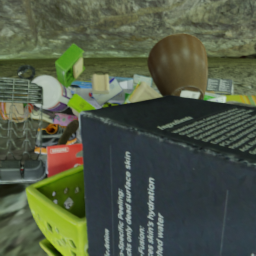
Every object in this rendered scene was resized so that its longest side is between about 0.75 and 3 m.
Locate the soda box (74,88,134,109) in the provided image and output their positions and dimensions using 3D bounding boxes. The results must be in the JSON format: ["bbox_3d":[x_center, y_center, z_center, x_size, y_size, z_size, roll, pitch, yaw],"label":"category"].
[{"bbox_3d":[-0.892,-1.024,11.088,2.422,0.825,0.771,1,46,-2],"label":"soda box"}]

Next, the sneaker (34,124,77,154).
[{"bbox_3d":[-2.027,0.175,8.132,0.701,0.692,1.791,4,16,18],"label":"sneaker"}]

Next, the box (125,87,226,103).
[{"bbox_3d":[1.533,-0.551,9.497,2.266,1.241,2.568,-15,24,-35],"label":"box"}]

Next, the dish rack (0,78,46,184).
[{"bbox_3d":[-2.715,-0.015,6.113,1.821,2.374,0.648,2,-27,-18],"label":"dish rack"}]

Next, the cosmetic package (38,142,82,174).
[{"bbox_3d":[-1.151,0.734,6.721,1.177,0.403,1.561,11,20,39],"label":"cosmetic package"}]

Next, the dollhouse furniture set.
[{"bbox_3d":[-0.405,-0.594,6.732,2.989,1.494,1.154,38,-13,0],"label":"dollhouse furniture set"}]

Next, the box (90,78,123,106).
[{"bbox_3d":[-0.780,-1.282,9.852,0.989,0.564,1.075,-35,12,-2],"label":"box"}]

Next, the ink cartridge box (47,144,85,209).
[{"bbox_3d":[-0.661,0.883,4.790,1.402,1.235,0.313,-5,16,-27],"label":"ink cartridge box"}]

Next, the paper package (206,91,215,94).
[{"bbox_3d":[3.127,-0.959,11.184,0.955,0.518,1.002,-5,41,-7],"label":"paper package"}]

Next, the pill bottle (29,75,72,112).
[{"bbox_3d":[-2.361,-1.020,8.903,0.975,0.975,1.750,1,-2,4],"label":"pill bottle"}]

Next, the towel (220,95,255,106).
[{"bbox_3d":[4.381,-0.959,11.731,2.983,0.269,1.284,1,39,5],"label":"towel"}]

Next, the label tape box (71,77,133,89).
[{"bbox_3d":[-1.300,-2.016,14.592,2.113,0.975,2.949,11,23,34],"label":"label tape box"}]

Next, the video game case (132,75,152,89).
[{"bbox_3d":[0.598,-1.723,12.334,0.842,1.177,0.105,10,-17,-13],"label":"video game case"}]

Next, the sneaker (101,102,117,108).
[{"bbox_3d":[-0.382,-0.486,8.962,0.546,0.484,1.306,37,-2,-36],"label":"sneaker"}]

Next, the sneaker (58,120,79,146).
[{"bbox_3d":[-1.563,0.118,7.215,0.288,0.818,0.309,38,-7,-22],"label":"sneaker"}]

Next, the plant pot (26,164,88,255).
[{"bbox_3d":[-0.535,1.290,3.890,1.235,1.127,1.241,16,23,41],"label":"plant pot"}]

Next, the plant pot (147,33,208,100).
[{"bbox_3d":[1.439,-1.331,7.545,1.712,1.712,1.831,0,44,-2],"label":"plant pot"}]

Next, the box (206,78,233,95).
[{"bbox_3d":[3.532,-1.805,13.279,2.716,0.667,2.189,7,-2,21],"label":"box"}]

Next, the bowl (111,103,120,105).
[{"bbox_3d":[-0.596,-0.394,9.579,1.116,0.219,1.116,-10,54,14],"label":"bowl"}]

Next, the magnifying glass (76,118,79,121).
[{"bbox_3d":[-1.243,-0.379,8.232,0.593,0.167,1.489,36,12,-5],"label":"magnifying glass"}]

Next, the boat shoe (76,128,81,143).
[{"bbox_3d":[-0.368,0.059,8.280,2.306,0.739,0.850,0,13,-4],"label":"boat shoe"}]

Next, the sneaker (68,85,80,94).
[{"bbox_3d":[-2.748,-1.773,12.753,1.130,0.435,0.428,17,31,-4],"label":"sneaker"}]

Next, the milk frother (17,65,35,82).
[{"bbox_3d":[-4.181,-1.897,12.718,1.565,1.664,1.502,12,63,34],"label":"milk frother"}]

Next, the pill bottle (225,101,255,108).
[{"bbox_3d":[3.191,-0.012,7.288,1.159,1.159,2.034,-5,14,-14],"label":"pill bottle"}]

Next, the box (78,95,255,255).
[{"bbox_3d":[0.862,1.076,2.472,2.416,2.376,1.418,16,24,41],"label":"box"}]

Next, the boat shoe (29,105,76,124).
[{"bbox_3d":[-2.722,-0.647,10.432,2.505,0.823,0.895,9,21,26],"label":"boat shoe"}]

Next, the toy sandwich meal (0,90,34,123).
[{"bbox_3d":[-3.867,-0.781,9.890,0.460,1.344,1.344,10,20,39],"label":"toy sandwich meal"}]

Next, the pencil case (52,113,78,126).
[{"bbox_3d":[-1.853,-0.188,9.477,1.331,0.582,0.582,6,18,14],"label":"pencil case"}]
